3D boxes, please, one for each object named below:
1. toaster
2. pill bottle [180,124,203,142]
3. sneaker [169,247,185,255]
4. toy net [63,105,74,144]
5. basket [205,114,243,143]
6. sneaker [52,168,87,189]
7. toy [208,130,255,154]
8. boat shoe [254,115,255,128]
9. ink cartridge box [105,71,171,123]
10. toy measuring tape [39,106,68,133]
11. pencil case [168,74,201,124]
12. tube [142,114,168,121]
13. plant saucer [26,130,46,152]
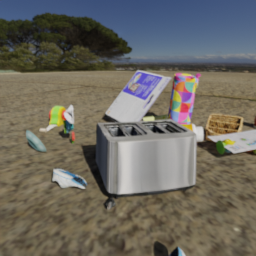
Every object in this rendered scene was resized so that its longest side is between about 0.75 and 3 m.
[{"bbox_3d":[0.358,0.700,7.065,2.229,1.462,2.465,-4,16,-13],"label":"toaster"},{"bbox_3d":[1.933,0.231,9.872,1.321,0.722,0.722,-1,15,6],"label":"pill bottle"},{"bbox_3d":[0.803,2.130,3.898,0.476,0.412,1.099,29,13,-5],"label":"sneaker"},{"bbox_3d":[-2.064,-0.123,9.694,0.348,0.944,1.800,-5,-23,-13],"label":"toy net"},{"bbox_3d":[3.519,0.051,10.385,1.237,0.922,0.883,12,23,28],"label":"basket"},{"bbox_3d":[-1.429,1.307,6.768,0.905,0.392,0.339,23,10,12],"label":"sneaker"},{"bbox_3d":[4.078,0.570,9.220,2.531,0.598,1.458,-4,18,-16],"label":"toy"},{"bbox_3d":[6.359,-0.143,11.614,0.798,0.701,2.241,-11,20,-41],"label":"boat shoe"},{"bbox_3d":[0.470,-1.205,12.320,0.586,2.676,2.701,40,-5,-33],"label":"ink cartridge box"},{"bbox_3d":[-3.313,-0.476,12.585,0.885,0.885,2.407,3,16,11],"label":"toy measuring tape"},{"bbox_3d":[2.209,-1.043,11.280,1.043,2.360,1.043,8,18,-3],"label":"pencil case"},{"bbox_3d":[1.282,-0.382,13.012,1.291,0.335,0.375,-8,-3,-16],"label":"tube"},{"bbox_3d":[-3.070,0.490,9.182,0.936,0.936,0.180,16,51,45],"label":"plant saucer"}]
